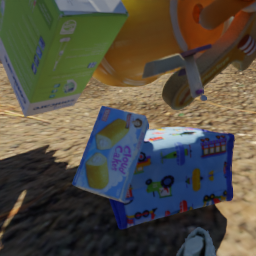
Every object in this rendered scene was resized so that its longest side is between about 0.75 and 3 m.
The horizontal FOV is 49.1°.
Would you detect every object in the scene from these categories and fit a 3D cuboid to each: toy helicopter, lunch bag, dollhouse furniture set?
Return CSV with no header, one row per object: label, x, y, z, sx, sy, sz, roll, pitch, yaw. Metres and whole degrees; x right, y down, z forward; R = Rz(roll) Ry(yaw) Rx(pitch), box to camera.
toy helicopter,1.686,-1.406,4.374,2.938,1.943,1.159,-42,62,-3
lunch bag,0.434,0.517,5.910,2.153,1.345,2.860,-10,18,-14
dollhouse furniture set,0.554,-0.558,3.573,0.954,0.677,0.756,-23,12,-31

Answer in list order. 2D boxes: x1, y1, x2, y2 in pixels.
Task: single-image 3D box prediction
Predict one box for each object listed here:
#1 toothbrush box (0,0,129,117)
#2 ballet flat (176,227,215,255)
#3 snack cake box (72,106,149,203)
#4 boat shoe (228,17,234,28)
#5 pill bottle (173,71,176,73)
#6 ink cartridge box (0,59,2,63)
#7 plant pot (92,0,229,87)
toothbrush box,-1.450,-1.777,5.018,1.187,2.757,2.008,-17,73,-37
ballet flat,0.691,1.907,3.642,0.594,0.594,1.656,15,30,28
snack cake box,-0.184,0.309,3.439,0.600,0.351,1.044,13,71,15
boat shoe,2.618,-3.388,9.172,2.621,0.821,0.959,20,57,-7
pill bottle,1.247,-2.458,8.495,1.052,1.052,1.875,-19,62,-33
ink cartridge box,-2.887,-2.947,6.652,1.704,2.322,1.696,-13,40,-42
plant pot,0.528,-2.077,5.585,2.596,2.596,2.377,-20,21,-35
